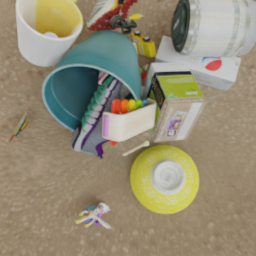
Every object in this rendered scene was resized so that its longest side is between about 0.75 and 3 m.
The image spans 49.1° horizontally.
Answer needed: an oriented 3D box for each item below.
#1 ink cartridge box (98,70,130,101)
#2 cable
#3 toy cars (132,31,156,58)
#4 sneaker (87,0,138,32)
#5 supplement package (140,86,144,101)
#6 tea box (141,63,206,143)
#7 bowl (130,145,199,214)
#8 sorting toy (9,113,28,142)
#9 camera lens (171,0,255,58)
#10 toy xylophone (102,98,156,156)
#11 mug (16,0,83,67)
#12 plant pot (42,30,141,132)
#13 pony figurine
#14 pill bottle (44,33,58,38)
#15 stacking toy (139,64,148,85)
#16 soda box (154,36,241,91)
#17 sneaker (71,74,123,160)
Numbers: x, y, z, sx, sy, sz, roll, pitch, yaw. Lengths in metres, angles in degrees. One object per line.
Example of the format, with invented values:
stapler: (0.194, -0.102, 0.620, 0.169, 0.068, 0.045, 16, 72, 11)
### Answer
ink cartridge box: (-0.438, -1.708, 9.586, 1.018, 1.407, 0.593, 37, 116, -23)
cable: (-0.183, -3.322, 8.872, 0.806, 1.659, 0.417, -32, 84, 37)
toy cars: (0.802, -2.363, 10.199, 0.613, 1.241, 2.767, -31, 88, -11)
sneaker: (-0.453, -4.200, 9.118, 1.114, 2.862, 1.176, -8, 71, -45)
supplement package: (0.425, -0.895, 10.141, 0.747, 0.741, 0.984, 21, 75, -23)
tea box: (1.280, -0.778, 8.660, 1.196, 1.790, 1.761, -4, 53, -14)
bowl: (1.268, 1.666, 9.369, 2.423, 1.304, 2.423, 0, 77, 1)
sorting toy: (-3.693, -0.048, 9.681, 0.259, 1.530, 0.737, 31, 106, -22)
camera lens: (2.746, -3.334, 9.239, 2.429, 1.943, 1.943, 1, 76, -8)
toy xylophone: (0.114, -0.074, 7.747, 0.511, 2.035, 1.490, 22, 111, 35)
mug: (-2.481, -3.062, 9.091, 2.392, 1.964, 1.916, -25, 80, -34)
plant pot: (-0.907, -1.665, 9.329, 2.999, 2.999, 2.818, 10, 49, 3)
pony figurine: (-1.076, 2.923, 9.249, 1.046, 1.010, 0.871, -29, 49, 14)
pill bottle: (-2.528, -2.617, 9.090, 0.545, 0.965, 0.545, 3, 77, -14)
stacking toy: (0.550, -1.916, 10.509, 0.356, 0.842, 0.762, 29, 62, -35)
soda box: (2.543, -2.404, 10.549, 2.998, 0.954, 1.021, 18, 77, 4)
sneaker: (-0.652, -0.387, 8.849, 1.279, 1.087, 2.922, 26, 108, -21)
